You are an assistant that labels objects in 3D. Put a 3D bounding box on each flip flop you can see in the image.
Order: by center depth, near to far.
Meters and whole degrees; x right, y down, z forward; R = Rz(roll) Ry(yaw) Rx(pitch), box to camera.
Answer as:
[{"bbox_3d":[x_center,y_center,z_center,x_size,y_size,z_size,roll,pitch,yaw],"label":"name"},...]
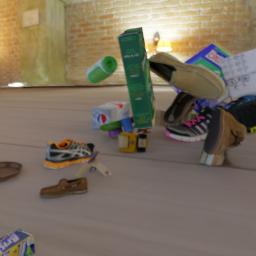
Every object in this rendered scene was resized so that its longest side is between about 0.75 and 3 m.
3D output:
[{"bbox_3d":[2.139,-0.786,10.689,0.883,0.627,2.177,15,54,41],"label":"flip flop"}]

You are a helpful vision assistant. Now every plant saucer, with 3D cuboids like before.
[{"bbox_3d":[-3.097,1.058,6.621,1.146,0.197,1.146,0,11,0],"label":"plant saucer"}]

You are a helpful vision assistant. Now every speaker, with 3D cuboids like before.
[{"bbox_3d":[-0.965,-2.039,9.989,0.661,0.661,1.494,-7,-5,-32],"label":"speaker"}]

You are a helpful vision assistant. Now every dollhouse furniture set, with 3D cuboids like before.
[{"bbox_3d":[-0.841,1.143,6.547,0.625,0.698,0.881,41,47,4],"label":"dollhouse furniture set"}]

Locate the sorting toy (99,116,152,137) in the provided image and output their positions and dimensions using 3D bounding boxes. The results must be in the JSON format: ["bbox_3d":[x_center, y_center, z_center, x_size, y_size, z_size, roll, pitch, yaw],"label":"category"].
[{"bbox_3d":[0.029,0.050,10.223,2.066,0.848,1.241,-16,2,4],"label":"sorting toy"}]

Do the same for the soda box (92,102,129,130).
[{"bbox_3d":[-0.731,-0.632,12.946,0.877,0.944,2.766,4,12,17],"label":"soda box"}]

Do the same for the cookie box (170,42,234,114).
[{"bbox_3d":[3.438,-2.161,12.017,2.652,0.997,2.269,-34,55,-5],"label":"cookie box"}]

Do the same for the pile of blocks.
[{"bbox_3d":[2.082,-0.155,11.242,2.737,0.851,1.124,5,-6,1],"label":"pile of blocks"}]

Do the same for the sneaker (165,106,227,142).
[{"bbox_3d":[2.601,-0.193,10.135,2.672,1.169,0.986,-5,13,-10],"label":"sneaker"}]

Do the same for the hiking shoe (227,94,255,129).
[{"bbox_3d":[4.157,-0.618,9.892,2.718,1.011,1.178,-10,20,-38],"label":"hiking shoe"}]

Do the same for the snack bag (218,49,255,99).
[{"bbox_3d":[4.051,-1.864,9.763,1.422,1.508,0.161,-15,-5,9],"label":"snack bag"}]

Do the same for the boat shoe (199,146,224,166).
[{"bbox_3d":[2.424,0.596,7.931,0.568,0.621,1.662,20,30,13],"label":"boat shoe"}]

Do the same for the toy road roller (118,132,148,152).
[{"bbox_3d":[0.148,0.451,8.720,0.936,0.575,0.683,4,-1,-4],"label":"toy road roller"}]

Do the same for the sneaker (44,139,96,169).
[{"bbox_3d":[-1.506,0.605,7.657,0.679,0.670,1.734,6,11,34],"label":"sneaker"}]

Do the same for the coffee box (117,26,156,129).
[{"bbox_3d":[0.358,-1.598,8.806,0.629,2.861,1.759,-7,23,11],"label":"coffee box"}]

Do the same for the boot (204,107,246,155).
[{"bbox_3d":[2.574,0.125,7.193,1.016,0.991,2.692,30,23,11],"label":"boot"}]

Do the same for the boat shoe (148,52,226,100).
[{"bbox_3d":[1.765,-1.657,9.377,2.909,1.043,1.108,30,35,30],"label":"boat shoe"}]

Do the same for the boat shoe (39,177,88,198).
[{"bbox_3d":[-1.304,1.179,5.690,0.965,0.328,0.347,-4,12,-20],"label":"boat shoe"}]

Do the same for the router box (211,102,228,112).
[{"bbox_3d":[5.483,-1.141,16.319,1.824,0.567,1.367,-7,14,-32],"label":"router box"}]

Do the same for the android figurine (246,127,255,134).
[{"bbox_3d":[5.015,0.016,11.530,1.089,0.246,1.196,10,16,40],"label":"android figurine"}]

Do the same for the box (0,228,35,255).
[{"bbox_3d":[-1.648,1.647,3.470,0.343,0.314,0.978,7,13,29],"label":"box"}]

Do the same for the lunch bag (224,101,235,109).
[{"bbox_3d":[5.975,-0.994,14.771,1.336,0.973,1.572,-5,-1,-29],"label":"lunch bag"}]
